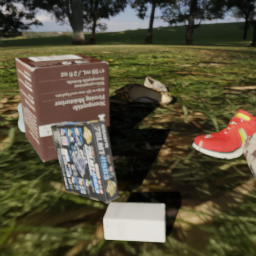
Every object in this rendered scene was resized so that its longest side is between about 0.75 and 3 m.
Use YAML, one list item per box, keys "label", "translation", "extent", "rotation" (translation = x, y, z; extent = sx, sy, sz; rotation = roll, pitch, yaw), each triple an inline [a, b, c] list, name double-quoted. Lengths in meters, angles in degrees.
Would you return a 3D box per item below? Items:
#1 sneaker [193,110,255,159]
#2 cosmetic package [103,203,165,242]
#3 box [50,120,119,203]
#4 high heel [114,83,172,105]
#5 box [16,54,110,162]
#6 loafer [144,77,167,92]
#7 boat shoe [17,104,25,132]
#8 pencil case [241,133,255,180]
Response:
- label: "sneaker"
  translation: [3.221, 0.092, 8.496]
  extent: [2.971, 1.262, 1.144]
  rotation: [-10, 23, -24]
- label: "cosmetic package"
  translation: [0.143, 1.731, 5.197]
  extent: [1.090, 0.462, 0.586]
  rotation: [1, 16, 10]
- label: "box"
  translation: [-0.960, 0.665, 5.980]
  extent: [1.605, 1.618, 0.402]
  rotation: [-2, 12, 46]
- label: "high heel"
  translation: [0.751, -1.569, 13.264]
  extent: [2.569, 0.917, 1.831]
  rotation: [2, 13, -20]
- label: "box"
  translation: [-2.023, -0.797, 8.794]
  extent: [2.247, 2.708, 2.224]
  rotation: [-13, 25, -29]
- label: "loafer"
  translation: [1.515, -2.421, 16.001]
  extent: [0.721, 0.631, 2.006]
  rotation: [-10, 23, -25]
- label: "boat shoe"
  translation: [-3.779, -0.286, 10.575]
  extent: [0.500, 0.642, 1.415]
  rotation: [-22, 52, -1]
- label: "pencil case"
  translation: [3.567, 0.884, 6.924]
  extent: [1.039, 0.904, 2.323]
  rotation: [-11, 18, 15]
